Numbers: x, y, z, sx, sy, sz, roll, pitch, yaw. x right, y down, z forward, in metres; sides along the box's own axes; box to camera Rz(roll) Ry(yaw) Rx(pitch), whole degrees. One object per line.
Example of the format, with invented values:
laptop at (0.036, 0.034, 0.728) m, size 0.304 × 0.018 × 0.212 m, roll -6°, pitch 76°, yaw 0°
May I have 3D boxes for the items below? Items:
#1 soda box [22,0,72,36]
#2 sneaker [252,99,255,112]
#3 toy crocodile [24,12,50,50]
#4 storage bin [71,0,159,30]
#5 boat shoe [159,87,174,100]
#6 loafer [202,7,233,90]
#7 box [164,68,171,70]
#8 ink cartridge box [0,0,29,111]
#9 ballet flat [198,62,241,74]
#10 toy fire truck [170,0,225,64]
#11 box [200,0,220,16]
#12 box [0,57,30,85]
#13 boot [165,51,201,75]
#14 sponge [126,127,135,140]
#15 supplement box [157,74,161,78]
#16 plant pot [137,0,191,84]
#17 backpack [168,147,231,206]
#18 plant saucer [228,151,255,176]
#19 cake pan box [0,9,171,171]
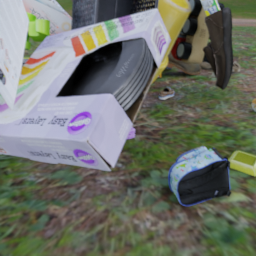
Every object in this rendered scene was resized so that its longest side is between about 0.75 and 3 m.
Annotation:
soda box at (-2.487, -3.545, 8.567) m, size 0.834 × 2.438 × 0.775 m, roll -43°, pitch 23°, yaw 10°
sneaker at (5.138, -0.627, 9.837) m, size 1.519 × 0.574 × 0.666 m, roll 29°, pitch 25°, yaw 36°
toy crocodile at (-3.316, -2.711, 7.202) m, size 2.805 × 0.947 × 0.866 m, roll 16°, pitch 6°, yaw 3°
storage bin at (-0.340, -2.776, 6.983) m, size 1.769 × 2.617 × 1.227 m, roll -3°, pitch 16°, yaw -37°
boat shoe at (1.629, -1.472, 11.567) m, size 0.374 × 0.375 × 1.035 m, roll 16°, pitch 31°, yaw 30°
loafer at (2.271, -1.959, 7.129) m, size 0.713 × 1.997 × 0.729 m, roll 2°, pitch 23°, yaw 25°
box at (1.322, -4.140, 15.060) m, size 1.963 × 1.210 × 1.947 m, roll 15°, pitch -6°, yaw 28°
ink cartridge box at (-1.848, -1.350, 3.853) m, size 0.451 × 1.460 × 1.800 m, roll 3°, pitch 65°, yaw -3°
ballet flat at (4.872, -3.451, 15.278) m, size 2.542 × 0.589 × 0.857 m, roll 22°, pitch 34°, yaw 37°
toy fire truck at (1.963, -3.707, 10.402) m, size 1.619 × 2.215 × 2.517 m, roll 1°, pitch 23°, yaw -21°
box at (2.457, -3.501, 8.231) m, size 0.425 × 1.757 × 1.031 m, roll -19°, pitch 29°, yaw 25°
box at (-2.485, -1.092, 6.501) m, size 1.973 × 0.437 × 1.580 m, roll 0°, pitch 42°, yaw -1°
boot at (2.785, -3.575, 13.922) m, size 3.000 × 1.454 × 1.121 m, roll 4°, pitch 31°, yaw -35°
sponge at (-0.713, -0.114, 8.934) m, size 1.116 × 0.298 × 2.000 m, roll -13°, pitch 30°, yaw -23°
supplement box at (1.024, -2.889, 14.049) m, size 1.225 × 0.676 × 0.525 m, roll -4°, pitch 28°, yaw -9°
plant pot at (0.477, -3.288, 9.123) m, size 2.898 × 2.726 × 2.898 m, roll 25°, pitch 40°, yaw -23°
backpack at (1.418, 1.023, 5.843) m, size 1.158 × 1.059 × 0.851 m, roll -19°, pitch 29°, yaw -10°
plant saucer at (2.970, 0.848, 7.142) m, size 0.785 × 0.188 × 0.784 m, roll 19°, pitch 32°, yaw 32°
cake pan box at (-0.867, -0.656, 4.481) m, size 2.738 × 0.716 × 2.521 m, roll 3°, pitch 56°, yaw 36°
